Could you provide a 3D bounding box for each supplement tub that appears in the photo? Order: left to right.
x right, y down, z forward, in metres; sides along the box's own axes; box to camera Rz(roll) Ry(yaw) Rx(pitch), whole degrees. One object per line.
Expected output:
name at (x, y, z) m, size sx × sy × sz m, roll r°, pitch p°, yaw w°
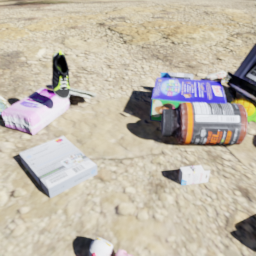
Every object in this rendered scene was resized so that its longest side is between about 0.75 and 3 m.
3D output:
supplement tub at (2.532, -0.144, 9.671) m, size 2.727 × 1.458 × 1.458 m, roll 1°, pitch 32°, yaw 2°

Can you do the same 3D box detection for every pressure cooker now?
pressure cooker at (5.555, -1.943, 11.571) m, size 2.308 × 2.584 × 2.272 m, roll 26°, pitch 17°, yaw -24°

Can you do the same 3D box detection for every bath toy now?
bath toy at (-0.104, 2.884, 5.669) m, size 1.783 × 0.775 × 0.659 m, roll 18°, pitch 71°, yaw 27°

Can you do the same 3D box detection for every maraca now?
maraca at (4.708, -0.703, 11.268) m, size 0.918 × 0.716 × 1.339 m, roll -33°, pitch 52°, yaw -13°

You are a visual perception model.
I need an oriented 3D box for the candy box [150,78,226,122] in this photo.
candy box at (2.437, -1.124, 11.539) m, size 2.812 × 1.083 × 2.377 m, roll 5°, pitch 31°, yaw 10°

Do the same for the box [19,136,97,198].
box at (-2.180, 1.100, 8.649) m, size 1.594 × 0.421 × 2.044 m, roll -24°, pitch 40°, yaw -34°

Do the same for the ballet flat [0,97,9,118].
ballet flat at (-5.456, -0.961, 11.816) m, size 0.767 × 0.767 × 2.066 m, roll -18°, pitch 38°, yaw -26°

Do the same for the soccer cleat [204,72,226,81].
soccer cleat at (4.507, -2.690, 14.518) m, size 1.103 × 0.382 × 0.428 m, roll -18°, pitch 29°, yaw 5°

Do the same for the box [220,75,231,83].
box at (5.134, -2.566, 14.670) m, size 0.605 × 0.187 × 0.757 m, roll 2°, pitch 32°, yaw 6°

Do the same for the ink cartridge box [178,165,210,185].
ink cartridge box at (1.919, 1.373, 8.166) m, size 0.817 × 0.470 × 0.277 m, roll -4°, pitch 33°, yaw -7°

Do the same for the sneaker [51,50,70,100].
sneaker at (-2.279, -1.744, 9.427) m, size 0.601 × 1.675 × 0.693 m, roll -12°, pitch 20°, yaw -21°

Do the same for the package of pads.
package of pads at (-3.564, -0.701, 11.058) m, size 1.415 × 0.888 × 2.348 m, roll 16°, pitch 36°, yaw 19°

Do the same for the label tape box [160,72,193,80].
label tape box at (2.175, -1.966, 12.903) m, size 1.459 × 1.045 × 0.482 m, roll 6°, pitch 33°, yaw 9°

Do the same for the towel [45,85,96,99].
towel at (-2.490, -1.550, 12.091) m, size 1.854 × 0.320 × 1.785 m, roll 9°, pitch 4°, yaw -30°
